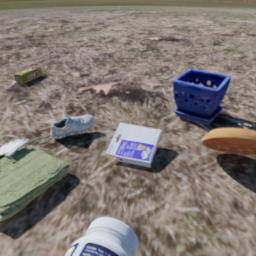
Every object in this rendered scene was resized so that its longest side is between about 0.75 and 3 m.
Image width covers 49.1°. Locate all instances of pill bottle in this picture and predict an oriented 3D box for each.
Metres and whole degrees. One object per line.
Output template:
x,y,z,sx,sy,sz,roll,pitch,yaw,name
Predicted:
-0.658,2.735,4.787,1.307,1.307,2.259,10,32,17,pill bottle

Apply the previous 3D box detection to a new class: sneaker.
-2.011,-0.147,10.162,1.657,0.718,0.621,-22,61,-21,sneaker

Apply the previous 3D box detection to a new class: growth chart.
-3.745,0.648,8.805,1.420,0.126,1.028,-11,25,37,growth chart

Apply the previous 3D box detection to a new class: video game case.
-3.988,0.996,9.007,1.649,0.149,1.181,12,33,20,video game case

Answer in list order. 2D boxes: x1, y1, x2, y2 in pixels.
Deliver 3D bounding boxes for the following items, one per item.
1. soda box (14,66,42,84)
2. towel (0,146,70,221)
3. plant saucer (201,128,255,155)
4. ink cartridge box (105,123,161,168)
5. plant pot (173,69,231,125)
-5.518,-2.957,15.534,0.541,0.511,1.597,11,32,21,soda box
-3.084,1.414,7.786,1.897,0.467,2.558,21,35,24,towel
3.282,0.412,8.451,2.056,2.056,0.385,7,75,12,plant saucer
0.205,0.530,9.288,1.510,0.328,1.496,11,47,14,ink cartridge box
2.941,-1.250,11.400,1.847,1.661,1.847,18,34,29,plant pot
